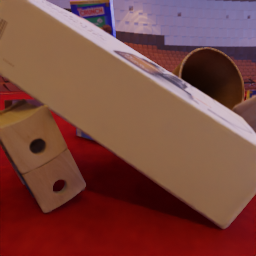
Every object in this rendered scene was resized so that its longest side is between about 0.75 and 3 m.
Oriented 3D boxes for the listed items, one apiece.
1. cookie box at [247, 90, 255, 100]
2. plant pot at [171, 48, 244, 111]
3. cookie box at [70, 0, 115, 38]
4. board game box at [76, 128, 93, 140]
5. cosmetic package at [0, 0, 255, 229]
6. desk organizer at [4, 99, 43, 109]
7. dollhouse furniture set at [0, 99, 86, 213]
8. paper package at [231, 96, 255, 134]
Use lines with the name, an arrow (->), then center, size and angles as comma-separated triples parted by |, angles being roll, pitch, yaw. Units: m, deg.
cookie box -> 4.543, -0.813, 9.402 | 1.052, 0.900, 0.395 | 4, 6, 27
plant pot -> 1.680, -0.891, 7.651 | 1.908, 1.908, 2.048 | -4, -6, -22
cookie box -> -0.843, -2.699, 6.931 | 0.958, 1.120, 0.421 | -2, 48, 4
board game box -> 0.225, -0.025, 5.557 | 1.569, 0.523, 2.334 | -7, 12, -39
cosmetic package -> 0.011, -0.469, 3.246 | 2.912, 0.752, 2.196 | 34, 15, 7
desk organizer -> -3.723, -0.766, 10.190 | 0.511, 0.549, 1.425 | 6, 11, 33
dollhouse furniture set -> -1.210, 0.417, 2.509 | 1.228, 0.861, 0.866 | -32, 24, -24
paper package -> 2.736, -0.203, 4.279 | 1.509, 0.819, 1.583 | -2, -13, -15
